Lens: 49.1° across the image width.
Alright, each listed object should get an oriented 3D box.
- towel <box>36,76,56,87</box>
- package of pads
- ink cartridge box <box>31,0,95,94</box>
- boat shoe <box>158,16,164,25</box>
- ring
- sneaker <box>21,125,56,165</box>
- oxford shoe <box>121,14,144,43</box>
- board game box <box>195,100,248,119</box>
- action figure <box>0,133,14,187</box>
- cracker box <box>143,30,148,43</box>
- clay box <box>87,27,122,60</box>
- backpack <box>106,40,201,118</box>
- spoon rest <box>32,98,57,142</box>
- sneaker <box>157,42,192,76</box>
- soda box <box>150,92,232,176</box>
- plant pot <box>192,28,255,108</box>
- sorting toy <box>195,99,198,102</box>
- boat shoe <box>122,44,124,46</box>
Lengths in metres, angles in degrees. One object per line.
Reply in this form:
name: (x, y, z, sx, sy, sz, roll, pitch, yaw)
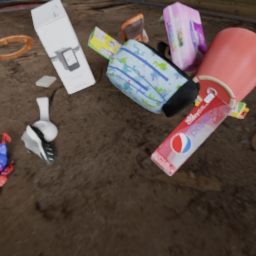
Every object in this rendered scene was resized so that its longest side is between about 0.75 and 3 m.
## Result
towel: (-4.445, -2.518, 15.175, 0.713, 0.186, 1.077, 11, 36, 13)
package of pads: (2.346, -3.530, 11.221, 1.551, 2.575, 0.974, -7, -6, -45)
ink cartridge box: (-2.326, -2.909, 10.049, 1.115, 2.674, 1.942, -24, 43, -4)
boat shoe: (1.743, -4.996, 12.666, 0.943, 0.293, 0.352, -50, 50, -5)
ring: (-3.921, -2.618, 9.361, 1.588, 0.152, 1.588, -24, 0, 0)
sneaker: (-3.270, 0.724, 10.193, 0.756, 0.705, 1.907, -49, 57, 5)
oxford shoe: (0.324, -3.620, 10.893, 0.918, 0.936, 2.580, -28, 3, 1)
board game box: (4.354, -1.052, 12.981, 2.217, 0.332, 1.059, 23, 41, 26)
action figure: (-4.329, 1.281, 9.323, 0.850, 0.672, 2.600, -12, 41, -8)
cracker box: (0.760, -4.771, 14.285, 0.219, 0.510, 0.761, -29, 57, 20)
clay box: (-0.577, -2.945, 10.682, 1.931, 0.459, 1.109, 32, 30, -22)
backpack: (0.653, -1.510, 8.689, 2.084, 2.710, 2.211, -36, -7, 7)
spoon rest: (-3.527, -0.227, 11.599, 1.171, 0.714, 2.357, -6, 49, -7)
sneaker: (2.277, -3.502, 13.011, 0.858, 1.025, 2.316, -27, 62, -30)
soda box: (1.380, 0.161, 6.238, 0.621, 0.685, 1.957, 43, 92, 13)
plant pot: (3.220, -1.779, 9.201, 2.214, 2.214, 1.959, 27, 67, 33)
sorting toy: (3.301, -1.570, 13.596, 1.437, 0.192, 1.071, -28, 27, -29)
boat shoe: (-0.112, -3.574, 13.321, 0.731, 0.773, 2.150, 29, 37, 35)
